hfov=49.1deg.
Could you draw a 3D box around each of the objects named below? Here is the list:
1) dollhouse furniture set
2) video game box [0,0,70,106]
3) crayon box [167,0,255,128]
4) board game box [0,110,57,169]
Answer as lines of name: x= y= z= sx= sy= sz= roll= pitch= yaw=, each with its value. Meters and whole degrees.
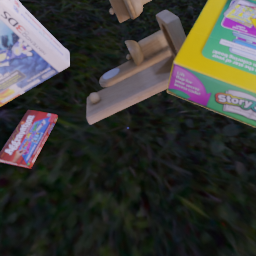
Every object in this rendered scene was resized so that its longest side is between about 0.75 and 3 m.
dollhouse furniture set: x=-0.434 y=-2.117 z=5.419 sx=2.162 sy=2.654 sz=2.524 roll=-26 pitch=30 yaw=8
video game box: x=-2.608 y=-1.412 z=5.236 sx=2.252 sy=2.052 sz=0.527 roll=-25 pitch=49 yaw=19
crayon box: x=1.857 y=-0.883 z=3.630 sx=2.148 sy=0.626 sz=1.853 roll=23 pitch=62 yaw=12
board game box: x=-2.545 y=0.229 z=7.207 sx=0.860 sy=0.162 sz=1.671 roll=10 pitch=51 yaw=9
